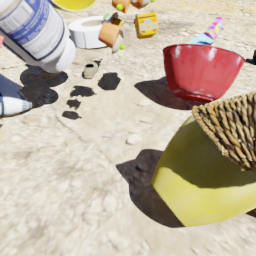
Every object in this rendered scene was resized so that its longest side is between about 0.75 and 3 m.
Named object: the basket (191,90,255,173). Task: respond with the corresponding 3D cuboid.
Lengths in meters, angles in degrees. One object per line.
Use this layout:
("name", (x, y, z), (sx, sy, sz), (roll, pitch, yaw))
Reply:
("basket", (1.968, 0.077, 4.131), (1.644, 1.174, 1.225), (-8, -4, -38))

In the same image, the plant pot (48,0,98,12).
("plant pot", (-1.788, -3.984, 7.432), (1.873, 1.873, 1.330), (-24, 24, -31))

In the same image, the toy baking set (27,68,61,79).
("toy baking set", (-3.424, -2.240, 11.499), (0.992, 0.150, 1.292), (21, 39, 32))

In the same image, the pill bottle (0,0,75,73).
("pill bottle", (-2.398, -2.455, 6.715), (1.512, 2.722, 1.512), (-6, 70, 17))

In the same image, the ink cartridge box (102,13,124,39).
("ink cartridge box", (-0.390, -2.708, 7.636), (0.396, 0.764, 0.226), (31, 73, 27))

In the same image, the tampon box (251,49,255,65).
("tampon box", (5.958, -3.023, 12.157), (0.556, 0.660, 0.881), (-21, 40, -28))

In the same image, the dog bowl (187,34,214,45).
("dog bowl", (1.995, -2.411, 8.951), (0.455, 1.022, 1.834), (48, 55, 3))

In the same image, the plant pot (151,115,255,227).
("plant pot", (1.328, 1.009, 5.369), (1.473, 2.075, 2.075), (-39, 43, -2))

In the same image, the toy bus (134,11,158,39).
("toy bus", (0.514, -3.043, 8.353), (0.547, 0.658, 1.681), (-10, 13, 0))

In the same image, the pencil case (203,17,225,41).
("pencil case", (2.948, -3.388, 9.703), (0.481, 0.481, 1.089), (25, 60, 32))

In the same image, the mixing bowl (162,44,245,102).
("mixing bowl", (2.223, -1.615, 8.943), (2.579, 1.397, 2.579), (12, 2, 0))

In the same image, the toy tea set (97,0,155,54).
("toy tea set", (0.053, -2.467, 5.922), (0.761, 2.056, 1.223), (22, -2, -3))

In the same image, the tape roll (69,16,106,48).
("tape roll", (-1.781, -5.083, 14.761), (2.607, 0.912, 2.607), (-3, 36, 3))

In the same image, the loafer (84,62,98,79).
("loafer", (-1.521, -2.463, 11.522), (0.511, 0.453, 1.344), (0, 34, 0))

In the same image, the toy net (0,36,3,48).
("toy net", (-2.456, -1.909, 4.491), (1.071, 2.042, 0.394), (18, 19, -31))

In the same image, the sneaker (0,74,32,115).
("sneaker", (-4.242, -1.264, 9.430), (1.153, 1.094, 2.864), (-13, 42, -33))
